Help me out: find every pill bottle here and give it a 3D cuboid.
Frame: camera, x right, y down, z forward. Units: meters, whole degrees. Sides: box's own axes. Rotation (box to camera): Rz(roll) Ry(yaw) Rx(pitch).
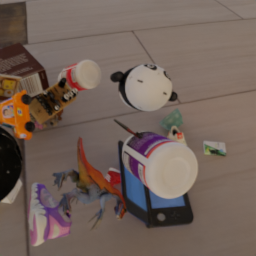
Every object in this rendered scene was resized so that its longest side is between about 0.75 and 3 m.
[{"bbox_3d":[-1.849,-1.847,10.275,0.993,0.993,1.770,-41,25,-32],"label":"pill bottle"},{"bbox_3d":[0.725,0.901,8.015,1.447,1.447,2.573,-18,15,-16],"label":"pill bottle"}]

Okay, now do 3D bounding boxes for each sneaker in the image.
[{"bbox_3d":[2.077,0.647,11.462,0.597,0.793,1.696,-11,47,-11],"label":"sneaker"},{"bbox_3d":[-0.294,2.008,10.491,1.254,0.491,0.724,13,55,28],"label":"sneaker"},{"bbox_3d":[-2.114,2.246,7.546,1.053,0.958,2.383,3,13,-24],"label":"sneaker"}]

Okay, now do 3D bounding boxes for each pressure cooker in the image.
[{"bbox_3d":[-4.643,0.774,7.843,2.533,2.572,2.880,-37,38,-27],"label":"pressure cooker"}]

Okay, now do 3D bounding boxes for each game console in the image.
[{"bbox_3d":[0.925,1.831,9.769,2.384,1.653,2.793,-4,48,-3],"label":"game console"}]

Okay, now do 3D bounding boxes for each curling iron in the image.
[{"bbox_3d":[0.015,0.015,7.458,0.926,0.230,0.118,32,35,8],"label":"curling iron"}]

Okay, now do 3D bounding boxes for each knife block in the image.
[{"bbox_3d":[-2.112,-1.051,8.949,2.086,0.760,2.377,-28,12,28],"label":"knife block"}]

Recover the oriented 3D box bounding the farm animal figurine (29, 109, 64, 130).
[{"bbox_3d":[-3.658,-0.336,12.467,1.672,0.841,1.350,-33,36,-23],"label":"farm animal figurine"}]

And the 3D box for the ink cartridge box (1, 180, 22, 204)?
[{"bbox_3d":[-4.671,2.175,10.218,1.220,0.511,0.880,8,47,7],"label":"ink cartridge box"}]

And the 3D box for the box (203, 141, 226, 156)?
[{"bbox_3d":[3.608,0.864,11.696,0.882,0.160,0.636,4,46,5],"label":"box"}]

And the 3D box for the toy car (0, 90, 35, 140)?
[{"bbox_3d":[-3.594,-0.474,8.358,0.958,1.412,2.878,-6,14,-32],"label":"toy car"}]

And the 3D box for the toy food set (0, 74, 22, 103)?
[{"bbox_3d":[-3.627,-1.050,8.147,0.837,1.166,0.352,2,43,-34],"label":"toy food set"}]

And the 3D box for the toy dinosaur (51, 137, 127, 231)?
[{"bbox_3d":[-0.698,1.680,7.221,2.383,2.626,1.379,8,37,-45],"label":"toy dinosaur"}]

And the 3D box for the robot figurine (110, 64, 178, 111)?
[{"bbox_3d":[0.537,-1.422,9.795,1.943,1.614,2.586,-21,11,-7],"label":"robot figurine"}]

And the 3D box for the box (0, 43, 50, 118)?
[{"bbox_3d":[-5.223,-2.040,12.944,2.326,2.303,2.804,-29,53,-24],"label":"box"}]

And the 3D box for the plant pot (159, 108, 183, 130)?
[{"bbox_3d":[1.972,-0.277,12.293,1.047,1.047,0.701,-35,83,-28],"label":"plant pot"}]
